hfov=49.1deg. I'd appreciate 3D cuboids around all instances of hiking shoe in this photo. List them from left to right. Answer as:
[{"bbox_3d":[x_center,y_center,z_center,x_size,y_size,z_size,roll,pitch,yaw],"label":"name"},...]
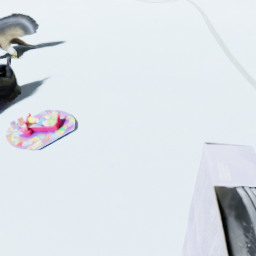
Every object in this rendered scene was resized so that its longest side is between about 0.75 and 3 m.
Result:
[{"bbox_3d":[-4.373,-1.096,8.163,1.043,1.386,2.754,14,39,16],"label":"hiking shoe"}]

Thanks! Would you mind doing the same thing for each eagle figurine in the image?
[{"bbox_3d":[-5.016,-3.694,11.661,1.741,1.731,2.294,17,50,37],"label":"eagle figurine"}]

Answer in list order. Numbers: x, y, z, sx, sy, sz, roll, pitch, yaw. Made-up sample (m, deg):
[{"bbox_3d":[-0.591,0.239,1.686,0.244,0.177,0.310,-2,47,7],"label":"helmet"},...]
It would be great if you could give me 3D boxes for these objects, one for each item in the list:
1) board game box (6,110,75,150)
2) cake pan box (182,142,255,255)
[{"bbox_3d":[-2.409,-0.130,7.680,1.480,0.365,1.873,28,47,36],"label":"board game box"},{"bbox_3d":[1.131,1.860,3.221,0.700,2.674,2.463,1,36,3],"label":"cake pan box"}]
